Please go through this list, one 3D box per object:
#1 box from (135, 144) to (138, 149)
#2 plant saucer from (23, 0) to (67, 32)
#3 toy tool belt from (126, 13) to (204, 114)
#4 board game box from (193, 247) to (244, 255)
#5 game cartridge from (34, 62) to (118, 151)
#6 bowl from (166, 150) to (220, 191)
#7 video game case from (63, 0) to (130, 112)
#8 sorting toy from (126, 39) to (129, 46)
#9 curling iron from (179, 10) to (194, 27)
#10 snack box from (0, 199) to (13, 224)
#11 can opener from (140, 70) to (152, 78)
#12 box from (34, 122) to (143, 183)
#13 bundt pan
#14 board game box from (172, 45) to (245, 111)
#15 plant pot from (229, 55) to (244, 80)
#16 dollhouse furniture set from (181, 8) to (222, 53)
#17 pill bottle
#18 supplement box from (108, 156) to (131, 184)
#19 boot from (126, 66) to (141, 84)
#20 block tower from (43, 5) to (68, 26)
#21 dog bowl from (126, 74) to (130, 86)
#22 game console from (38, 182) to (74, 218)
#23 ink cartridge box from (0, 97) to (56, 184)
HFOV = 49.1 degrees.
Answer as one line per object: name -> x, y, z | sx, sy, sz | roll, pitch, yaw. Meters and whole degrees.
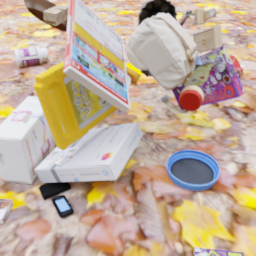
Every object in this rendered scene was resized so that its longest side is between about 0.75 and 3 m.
box -> -0.127, 0.606, 9.695 | 0.883, 0.210, 0.538 | 25, 42, 32
plant saucer -> -2.895, -4.173, 10.465 | 2.262, 0.414, 2.262 | 24, 1, 0
toy tool belt -> 1.237, -1.791, 7.465 | 1.611, 2.581, 1.586 | -33, 11, 37
board game box -> 2.047, 3.054, 6.229 | 1.123, 0.181, 0.674 | 4, 31, 6
game cartridge -> -1.269, -0.865, 7.655 | 0.387, 2.104, 2.386 | 14, 41, 35
bowl -> 1.972, 1.295, 8.617 | 1.599, 0.314, 1.599 | 0, 34, 0
video game case -> -0.695, -1.769, 6.599 | 0.221, 1.808, 2.529 | -29, 49, 30
sorting toy -> 0.200, -3.080, 11.630 | 0.217, 1.099, 1.187 | -25, 26, 18
curling iron -> 1.490, -2.831, 7.868 | 0.300, 1.210, 0.155 | -29, 79, -26
snack box -> -4.085, 2.169, 7.429 | 1.837, 0.223, 0.660 | 2, 35, 3
can opener -> 0.492, -1.695, 8.489 | 0.216, 0.273, 0.820 | 2, -8, 26
box -> -1.126, 0.719, 8.224 | 2.650, 0.545, 2.066 | -10, 27, 31
bundt pan -> 1.147, -4.593, 11.605 | 1.679, 1.679, 0.630 | -6, 41, -8
board game box -> 2.187, -1.388, 8.488 | 0.390, 1.451, 2.417 | -36, 11, -28
plant pot -> 3.167, -1.790, 8.775 | 0.758, 0.758, 0.690 | -5, 47, -7
dollhouse furniture set -> 1.838, -3.028, 9.440 | 2.414, 2.059, 1.179 | -10, 8, -25
pill bottle -> -5.386, -4.010, 15.693 | 1.696, 0.952, 0.952 | -14, 37, -20
supplement box -> -0.440, 1.024, 8.695 | 0.657, 0.661, 1.207 | 13, 37, 19
boot -> 0.059, -1.669, 8.640 | 0.625, 0.307, 0.873 | 33, 12, -9
block tower -> -2.222, -3.550, 8.788 | 0.406, 0.379, 1.404 | 13, 32, 2
dog bowl -> -0.397, -1.876, 9.748 | 0.381, 1.299, 1.299 | -24, 24, 30
game console -> -1.896, 1.942, 7.811 | 0.826, 0.169, 1.401 | -20, 40, -26
ink cartridge box -> -3.091, 0.325, 8.783 | 0.996, 1.700, 2.352 | 6, 35, 9
